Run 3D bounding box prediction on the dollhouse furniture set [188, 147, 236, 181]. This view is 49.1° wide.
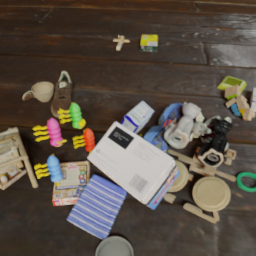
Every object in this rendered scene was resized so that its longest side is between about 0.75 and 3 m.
[{"bbox_3d":[2.832,1.364,9.639,1.272,0.728,1.492,20,70,17],"label":"dollhouse furniture set"}]

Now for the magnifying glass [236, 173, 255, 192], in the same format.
[{"bbox_3d":[4.448,1.772,9.214,1.757,0.197,0.699,-2,41,0],"label":"magnifying glass"}]

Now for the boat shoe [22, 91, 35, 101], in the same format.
[{"bbox_3d":[-4.392,-1.509,12.815,0.343,0.343,0.928,27,47,19],"label":"boat shoe"}]

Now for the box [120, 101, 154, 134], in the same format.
[{"bbox_3d":[0.254,-0.231,10.681,0.637,1.117,1.215,42,53,9],"label":"box"}]

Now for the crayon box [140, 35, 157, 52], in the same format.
[{"bbox_3d":[1.266,-5.108,16.848,1.001,0.401,1.578,4,42,5],"label":"crayon box"}]

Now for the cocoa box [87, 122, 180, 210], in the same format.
[{"bbox_3d":[0.202,1.152,8.522,2.230,1.464,1.487,33,79,28],"label":"cocoa box"}]

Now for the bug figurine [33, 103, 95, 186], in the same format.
[{"bbox_3d":[-1.900,0.425,9.046,0.710,2.141,2.761,3,27,29],"label":"bug figurine"}]

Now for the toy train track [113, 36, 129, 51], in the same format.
[{"bbox_3d":[-0.482,-5.262,17.119,1.021,0.290,1.780,5,42,6],"label":"toy train track"}]

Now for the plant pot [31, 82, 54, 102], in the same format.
[{"bbox_3d":[-3.795,-1.542,12.613,0.950,0.638,0.950,0,42,0],"label":"plant pot"}]

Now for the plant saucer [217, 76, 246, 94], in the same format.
[{"bbox_3d":[5.048,-2.121,13.550,1.132,0.271,1.130,24,46,24],"label":"plant saucer"}]

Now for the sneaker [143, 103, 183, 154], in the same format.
[{"bbox_3d":[1.567,0.125,10.591,1.085,1.042,2.766,28,57,19],"label":"sneaker"}]

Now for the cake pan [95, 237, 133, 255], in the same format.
[{"bbox_3d":[-0.360,3.365,7.375,0.984,0.180,0.984,0,41,0],"label":"cake pan"}]

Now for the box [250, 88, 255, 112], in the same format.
[{"bbox_3d":[5.909,-1.158,12.218,1.017,0.580,1.106,13,43,17],"label":"box"}]

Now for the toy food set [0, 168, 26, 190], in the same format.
[{"bbox_3d":[-4.171,1.450,9.404,1.248,0.377,0.896,26,47,26],"label":"toy food set"}]

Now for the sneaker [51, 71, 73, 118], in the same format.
[{"bbox_3d":[-2.949,-1.511,12.314,0.917,0.983,2.602,-5,41,-5],"label":"sneaker"}]

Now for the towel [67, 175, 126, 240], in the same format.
[{"bbox_3d":[-0.857,2.277,8.310,1.248,0.206,1.724,28,45,1],"label":"towel"}]

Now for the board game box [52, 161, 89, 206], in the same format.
[{"bbox_3d":[-1.810,1.761,9.076,1.111,0.340,1.467,-4,41,-4],"label":"board game box"}]

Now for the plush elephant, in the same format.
[{"bbox_3d":[2.865,0.083,10.303,1.160,1.234,1.498,6,8,-40],"label":"plush elephant"}]

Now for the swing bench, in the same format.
[{"bbox_3d":[-4.437,1.103,8.980,2.273,1.482,2.285,-21,45,-21],"label":"swing bench"}]

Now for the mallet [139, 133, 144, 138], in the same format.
[{"bbox_3d":[0.069,0.754,10.263,0.623,0.389,1.890,32,47,32],"label":"mallet"}]

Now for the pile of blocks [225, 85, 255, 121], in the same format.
[{"bbox_3d":[4.805,-0.960,12.111,0.624,0.824,2.007,28,38,-36],"label":"pile of blocks"}]

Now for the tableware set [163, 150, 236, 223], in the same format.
[{"bbox_3d":[1.963,1.847,8.810,2.442,0.489,1.614,22,65,31],"label":"tableware set"}]

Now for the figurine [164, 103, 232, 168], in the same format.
[{"bbox_3d":[2.472,0.059,9.507,2.032,0.875,1.983,29,50,7],"label":"figurine"}]
